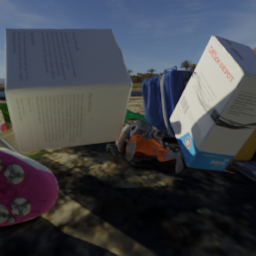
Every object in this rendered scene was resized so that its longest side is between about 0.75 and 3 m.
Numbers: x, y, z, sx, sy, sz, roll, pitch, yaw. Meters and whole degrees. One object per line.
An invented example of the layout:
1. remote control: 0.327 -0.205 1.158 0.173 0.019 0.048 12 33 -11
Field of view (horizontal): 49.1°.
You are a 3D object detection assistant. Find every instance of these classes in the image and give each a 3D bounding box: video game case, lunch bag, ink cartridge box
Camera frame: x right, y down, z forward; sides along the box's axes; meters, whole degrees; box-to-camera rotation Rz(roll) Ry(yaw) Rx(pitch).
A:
1. video game case: 3.133 0.894 5.943 1.462 0.139 1.044 0 9 -6
2. lunch bag: 1.600 -0.871 9.443 1.633 2.404 1.590 -7 1 -40
3. ink cartridge box: 1.867 -0.469 5.819 0.944 2.254 1.635 10 38 -15

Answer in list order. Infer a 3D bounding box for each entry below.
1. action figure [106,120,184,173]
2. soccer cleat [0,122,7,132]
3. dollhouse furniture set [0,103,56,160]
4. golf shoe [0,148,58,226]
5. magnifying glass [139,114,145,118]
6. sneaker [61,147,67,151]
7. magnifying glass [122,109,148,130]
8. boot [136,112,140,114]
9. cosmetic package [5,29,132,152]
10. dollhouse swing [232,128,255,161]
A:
1. action figure: 0.637 0.313 6.623 2.139 1.119 2.069 2 16 -13
2. soccer cleat: -3.930 -0.023 10.417 0.683 0.595 1.785 11 10 39
3. dollhouse furniture set: -2.972 0.558 6.884 2.401 1.205 1.573 30 44 34
4. golf shoe: -2.264 0.693 4.288 2.937 1.106 1.344 4 6 16
5. magnifying glass: 1.029 -0.355 12.217 2.882 0.323 1.147 18 5 36
6. sneaker: -1.834 0.389 8.110 0.303 0.364 0.808 -44 6 8
7. magnifying glass: -0.273 -0.463 8.759 0.970 2.437 0.273 -32 27 29
8. boot: -0.002 -0.673 15.445 1.070 0.344 0.997 -2 -4 -35
9. cosmetic package: -1.318 -0.839 6.036 2.261 1.865 1.864 -5 52 -17
10. dollhouse swing: 2.887 0.347 7.252 1.631 1.686 1.856 31 -5 -17
